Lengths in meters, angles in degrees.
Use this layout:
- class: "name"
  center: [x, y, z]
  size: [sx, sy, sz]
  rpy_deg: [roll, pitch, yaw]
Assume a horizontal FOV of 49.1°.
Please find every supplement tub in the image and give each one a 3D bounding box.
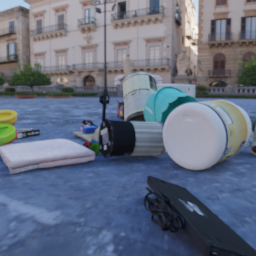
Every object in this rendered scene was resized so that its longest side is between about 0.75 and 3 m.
- class: "supplement tub"
  center: [2.435, 0.114, 8.311]
  size: [1.841, 1.841, 2.549]
  rpy_deg: [8, 12, 42]

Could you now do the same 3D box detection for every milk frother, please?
- class: "milk frother"
  center: [0.022, -0.107, 8.892]
  size: [1.862, 1.979, 1.786]
  rpy_deg: [2, 5, -26]

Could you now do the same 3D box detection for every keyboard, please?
- class: "keyboard"
  center: [0.859, 1.492, 4.636]
  size: [1.406, 0.535, 2.702]
  rpy_deg: [22, 3, -13]

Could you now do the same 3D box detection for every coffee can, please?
- class: "coffee can"
  center: [0.633, -1.217, 13.226]
  size: [1.687, 2.305, 1.687]
  rpy_deg: [-4, -27, -2]

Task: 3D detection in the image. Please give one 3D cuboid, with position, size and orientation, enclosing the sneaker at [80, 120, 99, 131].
- class: "sneaker"
  center: [-1.903, -0.094, 13.869]
  size: [1.390, 0.600, 0.558]
  rpy_deg: [8, 13, 40]

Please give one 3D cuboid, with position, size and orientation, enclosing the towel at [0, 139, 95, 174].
- class: "towel"
  center: [-2.601, 0.794, 8.724]
  size: [2.425, 0.409, 2.539]
  rpy_deg: [-6, 10, -30]

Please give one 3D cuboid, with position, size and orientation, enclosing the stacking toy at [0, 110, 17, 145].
- class: "stacking toy"
  center: [-5.170, 0.484, 9.773]
  size: [2.824, 1.193, 2.556]
  rpy_deg: [-13, 28, -25]

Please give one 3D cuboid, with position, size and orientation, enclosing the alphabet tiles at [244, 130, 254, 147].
- class: "alphabet tiles"
  center: [3.485, 0.152, 9.669]
  size: [1.462, 1.430, 0.107]
  rpy_deg: [-15, 27, 46]

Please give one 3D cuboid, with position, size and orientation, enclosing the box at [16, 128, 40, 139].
- class: "box"
  center: [-4.854, 0.231, 12.668]
  size: [1.051, 0.320, 1.304]
  rpy_deg: [7, 11, 29]

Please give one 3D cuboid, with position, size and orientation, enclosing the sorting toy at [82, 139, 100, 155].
- class: "sorting toy"
  center: [-1.167, 0.677, 9.513]
  size: [0.880, 0.529, 0.361]
  rpy_deg: [12, -10, 42]

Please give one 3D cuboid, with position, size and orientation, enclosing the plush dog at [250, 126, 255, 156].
- class: "plush dog"
  center: [4.703, 0.468, 9.258]
  size: [1.064, 1.239, 0.994]
  rpy_deg: [11, -13, 26]

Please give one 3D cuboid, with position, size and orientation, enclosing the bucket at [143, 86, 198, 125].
- class: "bucket"
  center: [1.757, -0.591, 11.426]
  size: [2.148, 2.148, 1.398]
  rpy_deg: [-5, 27, -31]

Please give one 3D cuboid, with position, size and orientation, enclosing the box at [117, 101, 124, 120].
- class: "box"
  center: [0.108, -1.201, 19.171]
  size: [1.355, 1.176, 2.217]
  rpy_deg: [-3, 10, -17]

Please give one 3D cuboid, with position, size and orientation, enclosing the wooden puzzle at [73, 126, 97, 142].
- class: "wooden puzzle"
  center: [-1.142, 0.194, 12.326]
  size: [1.949, 0.487, 2.104]
  rpy_deg: [-6, 10, -35]

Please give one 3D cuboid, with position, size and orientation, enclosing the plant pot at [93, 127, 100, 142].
- class: "plant pot"
  center: [-0.757, 0.403, 10.384]
  size: [0.736, 0.804, 0.804]
  rpy_deg: [19, 18, 34]

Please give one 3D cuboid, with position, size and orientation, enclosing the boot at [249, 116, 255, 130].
- class: "boot"
  center: [5.850, -0.162, 13.708]
  size: [2.506, 0.909, 2.278]
  rpy_deg: [3, 4, -24]

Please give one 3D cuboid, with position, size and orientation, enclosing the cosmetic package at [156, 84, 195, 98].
- class: "cosmetic package"
  center: [3.266, -2.030, 20.666]
  size: [2.353, 2.367, 2.829]
  rpy_deg: [7, 11, 37]
